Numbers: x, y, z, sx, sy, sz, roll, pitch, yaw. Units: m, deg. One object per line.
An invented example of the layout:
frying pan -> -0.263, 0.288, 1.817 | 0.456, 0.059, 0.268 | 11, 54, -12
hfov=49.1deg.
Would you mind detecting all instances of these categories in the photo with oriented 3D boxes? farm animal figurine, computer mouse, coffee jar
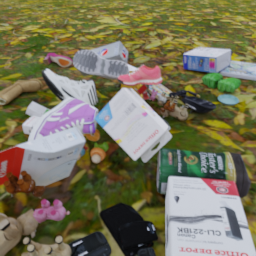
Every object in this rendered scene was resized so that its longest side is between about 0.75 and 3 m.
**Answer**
farm animal figurine -> -2.754, 2.616, 6.894 | 2.723, 1.436, 2.754 | -27, 48, -16
farm animal figurine -> 1.785, -0.936, 12.613 | 1.464, 0.911, 1.812 | 7, 25, -26
computer mouse -> 3.175, -1.219, 13.340 | 2.314, 0.533, 1.625 | 24, 28, 31
coffee jar -> 2.279, 1.407, 8.731 | 2.737, 1.168, 1.428 | 3, 34, 4

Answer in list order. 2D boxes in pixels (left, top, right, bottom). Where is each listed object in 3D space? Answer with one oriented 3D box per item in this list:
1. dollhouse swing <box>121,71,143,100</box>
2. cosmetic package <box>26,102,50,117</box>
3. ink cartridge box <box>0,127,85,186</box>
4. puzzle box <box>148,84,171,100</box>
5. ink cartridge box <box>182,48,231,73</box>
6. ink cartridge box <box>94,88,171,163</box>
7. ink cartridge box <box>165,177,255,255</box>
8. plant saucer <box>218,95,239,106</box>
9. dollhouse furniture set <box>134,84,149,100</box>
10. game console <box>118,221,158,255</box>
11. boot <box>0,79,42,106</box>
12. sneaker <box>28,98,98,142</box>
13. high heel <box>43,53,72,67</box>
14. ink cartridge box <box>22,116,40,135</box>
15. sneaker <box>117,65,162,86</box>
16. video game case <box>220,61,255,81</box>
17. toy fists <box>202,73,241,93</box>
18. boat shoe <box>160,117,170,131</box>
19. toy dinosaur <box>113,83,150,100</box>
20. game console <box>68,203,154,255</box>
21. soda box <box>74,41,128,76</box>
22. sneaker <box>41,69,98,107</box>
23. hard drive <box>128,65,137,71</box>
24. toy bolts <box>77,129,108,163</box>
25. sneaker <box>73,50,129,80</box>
dollhouse swing -> 0.093, -1.771, 12.614 | 1.440, 1.585, 1.393 | 5, 10, 22
cosmetic package -> -3.817, -0.660, 12.014 | 0.946, 0.401, 0.509 | 27, 41, -11
ink cartridge box -> -2.704, 1.147, 7.869 | 2.702, 2.163, 0.639 | -22, 67, -37
puzzle box -> 1.574, -1.864, 14.269 | 1.049, 0.201, 1.577 | -12, 38, -32
ink cartridge box -> 4.586, -4.169, 17.012 | 2.660, 1.016, 1.815 | 21, 39, 40
ink cartridge box -> 0.258, -0.064, 9.283 | 2.174, 1.398, 1.362 | 47, 15, 4
ink cartridge box -> 1.920, 2.557, 7.080 | 1.885, 1.094, 2.612 | 3, 34, 5
plant saucer -> 4.885, -1.328, 13.707 | 0.985, 0.177, 0.985 | 1, 34, 0
dollhouse furniture set -> 0.352, -1.022, 11.553 | 1.488, 0.801, 0.605 | -45, 33, 2
game console -> 0.365, 3.037, 6.824 | 0.925, 0.189, 1.568 | -8, 50, -16
boot -> -5.503, -1.750, 13.967 | 1.748, 0.660, 1.996 | -1, 30, 22
sneaker -> -1.949, 0.001, 9.153 | 1.534, 0.975, 2.690 | 22, 49, 16
high heel -> -4.290, -4.423, 17.826 | 2.251, 0.758, 1.080 | 4, 42, 29
ink cartridge box -> -3.653, -0.057, 11.552 | 1.097, 0.465, 0.799 | 11, 35, 13
sneaker -> 0.366, -1.736, 9.059 | 1.447, 0.628, 0.533 | -1, 27, 7
video game case -> 6.859, -3.485, 16.836 | 2.389, 0.263, 2.177 | 12, 36, 19
toy fists -> 4.866, -2.380, 14.853 | 1.027, 0.693, 2.015 | -19, 36, -38
boat shoe -> 0.867, -0.433, 11.947 | 2.080, 0.627, 0.786 | 23, 44, 31
toy dinosaur -> 0.266, -2.194, 14.117 | 2.426, 0.934, 1.240 | 24, 14, 19
game console -> -0.712, 2.914, 7.272 | 2.598, 0.313, 1.533 | -17, 37, -26
soda box -> -1.230, -3.108, 12.764 | 2.386, 0.814, 0.757 | -8, 63, 26
sneaker -> -2.277, -1.724, 11.583 | 2.519, 0.951, 1.450 | 45, 71, -1
hard drive -> -0.554, -3.513, 16.857 | 1.503, 0.289, 2.278 | -26, 42, -33
toy bolts -> -1.478, 0.709, 9.966 | 1.224, 1.169, 0.849 | -7, 34, 20
sneaker -> -1.113, -2.413, 11.538 | 2.530, 0.945, 1.037 | 22, -5, 15
